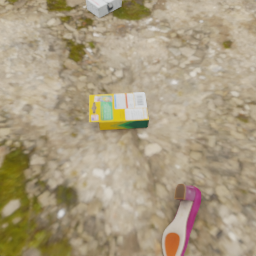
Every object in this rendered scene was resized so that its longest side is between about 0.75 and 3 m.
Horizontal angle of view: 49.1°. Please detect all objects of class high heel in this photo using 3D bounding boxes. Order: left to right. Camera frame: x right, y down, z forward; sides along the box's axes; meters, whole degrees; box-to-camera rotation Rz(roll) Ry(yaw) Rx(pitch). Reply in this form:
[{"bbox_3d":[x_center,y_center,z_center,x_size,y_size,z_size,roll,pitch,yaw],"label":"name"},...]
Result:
[{"bbox_3d":[1.423,2.368,6.790,0.656,0.936,1.947,1,70,48],"label":"high heel"}]

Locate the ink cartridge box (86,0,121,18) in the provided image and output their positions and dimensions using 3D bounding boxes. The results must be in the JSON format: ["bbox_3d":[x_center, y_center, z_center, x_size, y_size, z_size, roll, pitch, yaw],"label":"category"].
[{"bbox_3d":[-1.032,-5.263,11.783,1.205,0.505,0.874,-37,64,-22],"label":"ink cartridge box"}]

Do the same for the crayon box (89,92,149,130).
[{"bbox_3d":[-0.307,-0.522,8.649,1.752,0.452,1.102,-3,55,-4],"label":"crayon box"}]
